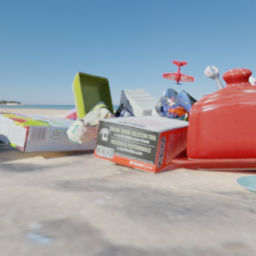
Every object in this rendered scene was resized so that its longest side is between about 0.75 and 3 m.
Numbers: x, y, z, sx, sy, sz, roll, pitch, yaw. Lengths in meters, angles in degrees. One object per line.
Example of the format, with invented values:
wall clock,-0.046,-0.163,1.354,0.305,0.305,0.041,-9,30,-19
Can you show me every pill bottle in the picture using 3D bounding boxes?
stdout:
pill bottle,1.303,-0.773,9.983,0.619,0.619,1.088,-2,-33,-27

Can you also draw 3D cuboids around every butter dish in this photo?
butter dish,2.333,-0.266,5.777,2.573,1.907,2.580,-6,5,30

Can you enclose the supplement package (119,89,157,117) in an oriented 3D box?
supplement package,0.613,-0.821,13.519,1.324,1.320,2.258,-6,32,-26

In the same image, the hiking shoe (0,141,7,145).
hiking shoe,-4.326,0.292,8.277,0.902,0.774,2.081,-15,-10,-3

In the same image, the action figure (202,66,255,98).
action figure,2.982,-0.572,7.596,1.914,2.127,2.857,-5,-5,-1

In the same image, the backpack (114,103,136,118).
backpack,-0.100,-0.237,10.495,0.974,1.022,0.788,32,4,-46

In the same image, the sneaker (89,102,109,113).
sneaker,-1.251,-0.198,9.777,0.640,1.733,0.701,37,21,-20

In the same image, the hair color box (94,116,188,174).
hair color box,0.560,0.247,6.670,1.425,0.860,2.807,12,8,26

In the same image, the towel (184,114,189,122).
towel,1.899,-0.085,8.387,0.498,1.158,0.105,18,-11,25

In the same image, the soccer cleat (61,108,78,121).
soccer cleat,-2.650,-0.573,14.280,1.132,0.988,2.961,-40,9,10

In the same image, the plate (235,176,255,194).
plate,2.127,0.879,4.143,1.017,0.130,1.017,-1,5,0

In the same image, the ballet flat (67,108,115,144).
ballet flat,-0.778,-0.153,7.392,0.740,0.740,2.064,2,16,25

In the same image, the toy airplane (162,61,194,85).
toy airplane,2.078,-2.293,11.618,1.366,0.251,1.366,12,-35,9

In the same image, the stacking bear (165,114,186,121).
stacking bear,2.040,-0.414,12.007,0.986,1.623,0.923,8,50,19

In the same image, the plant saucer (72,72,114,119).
plant saucer,-1.489,-0.897,12.089,0.645,2.693,2.689,-9,0,22

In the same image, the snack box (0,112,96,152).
snack box,-2.216,0.101,7.886,1.878,0.700,2.641,16,7,37

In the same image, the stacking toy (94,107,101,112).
stacking toy,-0.710,-0.213,8.722,0.856,0.625,0.625,29,5,0

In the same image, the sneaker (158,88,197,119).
sneaker,1.486,-0.587,8.139,0.789,0.822,2.095,32,3,-15
